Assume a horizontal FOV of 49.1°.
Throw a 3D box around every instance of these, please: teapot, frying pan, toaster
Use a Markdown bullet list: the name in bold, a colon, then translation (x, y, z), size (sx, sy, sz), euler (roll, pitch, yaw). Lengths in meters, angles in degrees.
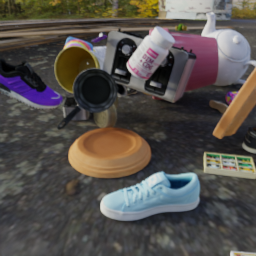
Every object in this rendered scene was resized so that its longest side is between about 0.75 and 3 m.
- **teapot**: translation (4.437, -3.334, 12.584), size (2.780, 2.030, 2.744), euler (11, 69, -12)
- **frying pan**: translation (-0.895, -0.567, 6.608), size (1.029, 1.702, 0.277), euler (22, 13, -6)
- **toaster**: translation (0.720, -1.967, 8.708), size (2.376, 1.559, 2.628), euler (21, 19, 13)
- **toaster**: translation (-1.801, -0.692, 9.879), size (0.898, 0.589, 0.993), euler (-2, 26, -4)

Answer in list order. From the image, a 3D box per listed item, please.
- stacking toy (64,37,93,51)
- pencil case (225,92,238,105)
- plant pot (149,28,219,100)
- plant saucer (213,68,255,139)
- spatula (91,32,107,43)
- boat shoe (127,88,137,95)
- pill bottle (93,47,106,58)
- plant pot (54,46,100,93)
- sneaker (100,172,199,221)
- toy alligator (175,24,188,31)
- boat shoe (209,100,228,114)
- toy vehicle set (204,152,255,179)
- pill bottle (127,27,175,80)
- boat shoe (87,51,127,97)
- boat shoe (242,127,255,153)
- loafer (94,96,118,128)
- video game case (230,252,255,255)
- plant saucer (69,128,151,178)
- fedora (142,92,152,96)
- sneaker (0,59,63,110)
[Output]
- **stacking toy**: translation (-1.912, -2.673, 10.056), size (1.122, 1.187, 2.045), euler (18, 8, -6)
- **pencil case**: translation (4.451, -1.196, 10.993), size (1.203, 0.532, 0.532), euler (-6, 27, -11)
- **plant pot**: translation (2.132, -2.529, 10.968), size (2.454, 2.742, 2.742), euler (-2, 26, 7)
- **plant saucer**: translation (3.250, -0.917, 7.280), size (0.476, 2.952, 2.952), euler (35, 38, 18)
- **spatula**: translation (-0.760, -2.619, 7.969), size (0.399, 0.145, 1.411), euler (-21, 25, 12)
- **boat shoe**: translation (0.033, -1.589, 12.070), size (0.785, 0.265, 0.282), euler (-20, 34, -31)
- **pill bottle**: translation (-1.573, -3.144, 13.738), size (2.844, 1.554, 1.554), euler (-14, 29, -27)
- **plant pot**: translation (-1.418, -1.799, 8.709), size (1.397, 1.397, 0.992), euler (7, 14, 14)
- **sneaker**: translation (0.454, 1.249, 5.668), size (2.064, 0.846, 0.763), euler (-6, 26, -13)
- **toy alligator**: translation (2.019, -3.725, 10.398), size (0.323, 0.234, 0.976), euler (8, 21, 26)
- **boat shoe**: translation (3.450, -0.780, 10.332), size (0.317, 0.352, 0.978), euler (-12, 29, -31)
- **toy vehicle set**: translation (2.540, 0.935, 7.077), size (1.203, 0.159, 0.748), euler (5, 27, 11)
- **pill bottle**: translation (0.561, -1.841, 6.984), size (0.684, 1.207, 0.684), euler (26, 36, -21)
- **boat shoe**: translation (-0.760, -1.925, 10.006), size (0.775, 2.106, 0.688), euler (-51, 28, -4)
- **boat shoe**: translation (4.279, 0.328, 7.711), size (2.080, 0.703, 0.747), euler (3, 22, 0)
- **loafer**: translation (-0.666, -0.738, 8.615), size (0.799, 0.901, 2.370), euler (2, 29, -18)
- **video game case**: translation (2.136, 2.322, 4.347), size (0.900, 0.103, 0.819), euler (2, 26, 6)
- **plant saucer**: translation (-0.491, 0.546, 7.584), size (2.227, 0.417, 2.227), euler (0, 27, 0)
- **fedora**: translation (0.887, -1.960, 10.886), size (1.454, 1.454, 0.593), euler (10, 43, 18)
- **sneaker**: translation (-2.860, -1.311, 8.030), size (2.134, 1.061, 0.742), euler (20, 32, -12)
